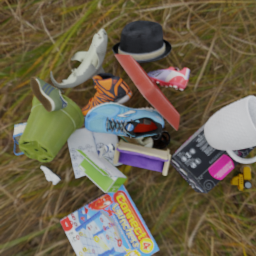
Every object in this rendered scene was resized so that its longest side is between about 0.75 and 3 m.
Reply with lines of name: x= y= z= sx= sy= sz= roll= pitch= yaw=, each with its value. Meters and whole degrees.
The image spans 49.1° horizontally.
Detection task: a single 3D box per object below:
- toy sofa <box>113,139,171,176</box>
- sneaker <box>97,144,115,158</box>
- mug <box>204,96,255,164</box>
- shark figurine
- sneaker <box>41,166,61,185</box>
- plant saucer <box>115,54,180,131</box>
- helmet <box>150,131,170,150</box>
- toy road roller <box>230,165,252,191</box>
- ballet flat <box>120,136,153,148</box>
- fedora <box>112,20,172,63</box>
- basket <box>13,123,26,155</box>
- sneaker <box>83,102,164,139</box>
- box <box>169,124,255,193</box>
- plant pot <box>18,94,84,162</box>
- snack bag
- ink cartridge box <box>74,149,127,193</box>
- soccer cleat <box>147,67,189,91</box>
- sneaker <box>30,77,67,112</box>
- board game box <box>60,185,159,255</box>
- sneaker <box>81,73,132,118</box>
toy sofa: x=0.500 y=1.131 z=10.361 sx=2.030 sy=0.991 sz=0.841 roll=12 pitch=107 yaw=5
sneaker: x=-0.709 y=0.766 z=9.492 sx=0.469 sy=0.813 sz=0.328 roll=-11 pitch=76 yaw=-32
mug: x=3.635 y=0.224 z=9.246 sx=1.510 sy=1.794 sz=2.046 roll=-27 pitch=90 yaw=-46
shark figurine: x=-1.584 y=-1.993 z=10.522 sx=3.101 sy=1.294 sz=1.853 roll=-39 pitch=49 yaw=20
sneaker: x=-3.189 y=1.904 z=11.309 sx=0.968 sy=0.361 sz=0.421 roll=39 pitch=86 yaw=8
plant saucer: x=0.824 y=-1.400 z=10.215 sx=0.482 sy=2.624 sz=2.619 roll=-39 pitch=49 yaw=11
helmet: x=1.255 y=0.497 z=11.374 sx=0.802 sy=0.765 sz=0.802 roll=12 pitch=69 yaw=-34
toy road roller: x=4.482 y=1.988 z=11.168 sx=0.726 sy=0.611 sz=0.995 roll=1 pitch=79 yaw=12
ballet flat: x=0.409 y=0.476 z=10.907 sx=0.851 sy=0.798 sz=2.354 roll=-35 pitch=109 yaw=15
fedora: x=0.582 y=-3.648 z=11.454 sx=2.529 sy=1.155 sz=2.529 roll=-1 pitch=42 yaw=1
basket: x=-4.041 y=0.427 z=11.279 sx=1.102 sy=0.869 sz=1.250 roll=-11 pitch=59 yaw=-6
sneaker: x=-0.110 y=-0.205 z=9.386 sx=2.764 sy=1.243 sz=1.083 roll=-1 pitch=109 yaw=-4
box: x=3.186 y=0.934 z=10.859 sx=2.795 sy=1.603 sz=1.847 roll=-41 pitch=80 yaw=-9
plant pot: x=-2.983 y=0.120 z=10.413 sx=2.132 sy=2.132 sz=2.025 roll=15 pitch=51 yaw=3
snack bag: x=-1.334 y=0.844 z=11.457 sx=2.116 sy=0.226 sz=1.995 roll=-14 pitch=74 yaw=-4
ink cartridge box: x=-1.093 y=1.511 z=9.692 sx=1.468 sy=1.986 sz=0.752 roll=38 pitch=93 yaw=23
soccer cleat: x=1.598 y=-2.099 z=11.334 sx=0.749 sy=2.245 sz=0.858 roll=20 pitch=96 yaw=-34
sneaker: x=-2.787 y=-1.201 z=9.940 sx=0.776 sy=0.580 sz=1.729 roll=-11 pitch=49 yaw=-42
board game box: x=-0.703 y=4.022 z=10.644 sx=2.713 sy=0.774 sz=2.770 roll=-30 pitch=80 yaw=-5
sneaker: x=-1.101 y=-1.294 z=10.539 sx=2.336 sy=0.906 sz=1.309 roll=-25 pitch=118 yaw=24
